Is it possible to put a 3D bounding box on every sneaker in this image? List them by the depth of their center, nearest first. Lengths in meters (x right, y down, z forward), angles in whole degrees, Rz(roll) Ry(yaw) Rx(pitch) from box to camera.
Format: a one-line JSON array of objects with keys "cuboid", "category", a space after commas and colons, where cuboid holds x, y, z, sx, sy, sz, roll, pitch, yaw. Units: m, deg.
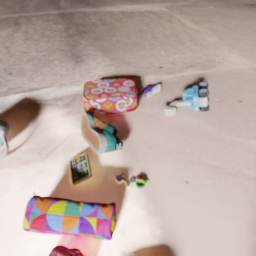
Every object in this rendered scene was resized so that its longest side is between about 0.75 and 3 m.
[{"cuboid": [-1.196, 0.201, 12.001, 1.184, 1.058, 2.964, 4, 26, -29], "category": "sneaker"}, {"cuboid": [1.227, -2.107, 15.228, 0.675, 0.472, 1.357, 28, 46, 32], "category": "sneaker"}]

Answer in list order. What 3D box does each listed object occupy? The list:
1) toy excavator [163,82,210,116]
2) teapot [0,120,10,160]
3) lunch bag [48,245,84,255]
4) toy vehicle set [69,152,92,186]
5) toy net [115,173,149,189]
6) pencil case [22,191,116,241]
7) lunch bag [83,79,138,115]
[{"cuboid": [2.927, -1.293, 13.927, 2.150, 1.074, 2.091, -3, 35, 16], "category": "toy excavator"}, {"cuboid": [-5.873, 0.363, 11.333, 2.042, 1.511, 2.069, 16, 4, -24], "category": "teapot"}, {"cuboid": [-1.648, 3.840, 7.682, 1.317, 0.540, 1.160, 15, 36, 18], "category": "lunch bag"}, {"cuboid": [-1.811, 1.539, 10.609, 0.767, 0.164, 1.235, -28, 40, 4], "category": "toy vehicle set"}, {"cuboid": [0.107, 1.876, 10.366, 1.240, 0.239, 0.650, 16, 41, 20], "category": "toy net"}, {"cuboid": [-1.761, 2.719, 8.564, 2.830, 1.251, 1.251, 5, 39, 7], "category": "pencil case"}, {"cuboid": [-0.930, -1.753, 14.245, 2.730, 1.119, 2.405, -3, 38, -4], "category": "lunch bag"}]
